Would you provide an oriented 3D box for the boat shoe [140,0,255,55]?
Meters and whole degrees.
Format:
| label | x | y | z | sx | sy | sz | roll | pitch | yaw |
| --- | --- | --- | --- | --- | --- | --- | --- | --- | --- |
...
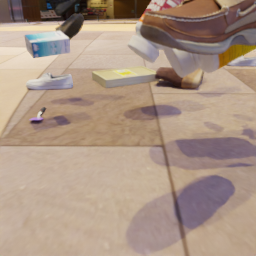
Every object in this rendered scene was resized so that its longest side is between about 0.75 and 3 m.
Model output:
| label | x | y | z | sx | sy | sz | roll | pitch | yaw |
| --- | --- | --- | --- | --- | --- | --- | --- | --- | --- |
| boat shoe | 1.261 | -1.725 | 4.107 | 2.785 | 1.000 | 1.054 | -22 | 40 | -40 |

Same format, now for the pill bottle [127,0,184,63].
| label | x | y | z | sx | sy | sz | roll | pitch | yaw |
| --- | --- | --- | --- | --- | --- | --- | --- | --- | --- |
| pill bottle | 0.980 | -3.195 | 8.587 | 1.200 | 2.190 | 1.200 | 34 | 7 | -4 |

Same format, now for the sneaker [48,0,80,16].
| label | x | y | z | sx | sy | sz | roll | pitch | yaw |
| --- | --- | --- | --- | --- | --- | --- | --- | --- | --- |
| sneaker | -1.916 | -4.603 | 9.139 | 1.819 | 1.042 | 0.695 | -27 | 19 | 23 |

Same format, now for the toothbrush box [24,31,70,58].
| label | x | y | z | sx | sy | sz | roll | pitch | yaw |
| --- | --- | --- | --- | --- | --- | --- | --- | --- | --- |
| toothbrush box | -2.301 | -2.394 | 7.989 | 1.065 | 0.454 | 0.780 | -18 | 40 | -26 |

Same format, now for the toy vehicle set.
| label | x | y | z | sx | sy | sz | roll | pitch | yaw |
| --- | --- | --- | --- | --- | --- | --- | --- | --- | --- |
| toy vehicle set | -0.129 | -2.445 | 13.166 | 2.719 | 0.360 | 1.689 | -12 | 28 | -24 |

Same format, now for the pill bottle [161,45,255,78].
| label | x | y | z | sx | sy | sz | roll | pitch | yaw |
| --- | --- | --- | --- | --- | --- | --- | --- | --- | --- |
| pill bottle | 2.140 | -2.219 | 6.103 | 2.741 | 1.497 | 1.497 | -29 | 27 | 4 |

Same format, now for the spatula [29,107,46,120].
| label | x | y | z | sx | sy | sz | roll | pitch | yaw |
| --- | --- | --- | --- | --- | --- | --- | --- | --- | --- |
| spatula | -2.914 | -0.462 | 9.261 | 0.362 | 0.132 | 1.281 | 1 | 25 | -2 |

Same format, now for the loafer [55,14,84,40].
| label | x | y | z | sx | sy | sz | roll | pitch | yaw |
| --- | --- | --- | --- | --- | --- | --- | --- | --- | --- |
| loafer | -2.212 | -3.379 | 9.763 | 0.551 | 1.634 | 0.621 | 39 | -3 | 19 |

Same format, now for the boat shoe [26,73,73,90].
| label | x | y | z | sx | sy | sz | roll | pitch | yaw |
| --- | --- | --- | --- | --- | --- | --- | --- | --- | --- |
| boat shoe | -3.376 | -2.044 | 11.995 | 1.964 | 0.642 | 0.723 | -4 | 26 | -7 |

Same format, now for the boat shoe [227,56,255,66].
| label | x | y | z | sx | sy | sz | roll | pitch | yaw |
| --- | --- | --- | --- | --- | --- | --- | --- | --- | --- |
| boat shoe | 6.384 | -3.844 | 15.883 | 1.739 | 0.568 | 0.640 | 2 | 25 | 4 |

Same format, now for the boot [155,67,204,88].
| label | x | y | z | sx | sy | sz | roll | pitch | yaw |
| --- | --- | --- | --- | --- | --- | --- | --- | --- | --- |
| boot | 2.409 | -2.592 | 12.739 | 1.967 | 0.856 | 2.365 | 16 | 35 | 15 |
